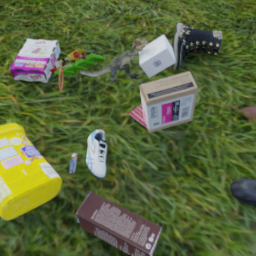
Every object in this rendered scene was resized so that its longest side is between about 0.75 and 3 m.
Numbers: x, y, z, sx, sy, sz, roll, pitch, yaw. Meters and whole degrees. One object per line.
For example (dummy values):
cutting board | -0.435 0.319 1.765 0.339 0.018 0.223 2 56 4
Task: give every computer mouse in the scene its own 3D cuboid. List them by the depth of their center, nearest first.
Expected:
computer mouse | 4.248 2.047 8.923 1.862 0.491 1.290 12 53 10

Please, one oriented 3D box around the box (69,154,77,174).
box | -1.728 1.114 8.830 0.150 0.752 0.515 10 91 -7

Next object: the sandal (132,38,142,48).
sandal | 0.453 -4.317 14.169 0.347 0.233 0.863 20 54 15

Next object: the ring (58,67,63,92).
ring | -2.284 -1.625 9.448 0.080 0.835 0.835 2 51 -6

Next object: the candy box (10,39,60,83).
candy box | -4.208 -3.129 12.914 1.568 0.701 2.299 5 52 4

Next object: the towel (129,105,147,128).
towel | 0.920 -0.603 11.118 1.093 0.170 1.512 39 56 24

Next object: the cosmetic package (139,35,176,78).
cosmetic package | 1.094 -2.760 10.793 1.188 0.732 1.192 -27 37 23

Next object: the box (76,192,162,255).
box | -0.264 2.819 7.908 2.269 1.136 0.850 22 54 15

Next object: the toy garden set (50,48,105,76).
toy garden set | -2.244 -2.696 11.405 2.020 1.684 0.403 -16 89 25

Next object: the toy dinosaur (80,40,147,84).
toy dinosaur | -0.355 -2.299 10.710 2.794 0.663 1.231 -27 66 0

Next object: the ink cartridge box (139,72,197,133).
ink cartridge box | 1.314 -0.778 9.253 1.641 1.992 0.748 -17 61 -1

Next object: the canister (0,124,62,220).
canister | -3.691 1.279 8.849 2.077 1.210 2.796 -21 53 -43

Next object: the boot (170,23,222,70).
boot | 3.223 -3.807 13.230 2.303 1.100 3.049 10 53 5

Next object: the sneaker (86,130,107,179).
sneaker | -1.037 0.848 9.647 0.689 0.695 1.917 20 40 -30
